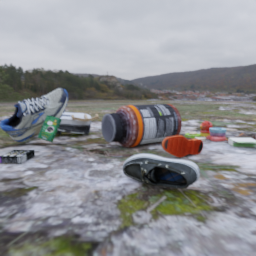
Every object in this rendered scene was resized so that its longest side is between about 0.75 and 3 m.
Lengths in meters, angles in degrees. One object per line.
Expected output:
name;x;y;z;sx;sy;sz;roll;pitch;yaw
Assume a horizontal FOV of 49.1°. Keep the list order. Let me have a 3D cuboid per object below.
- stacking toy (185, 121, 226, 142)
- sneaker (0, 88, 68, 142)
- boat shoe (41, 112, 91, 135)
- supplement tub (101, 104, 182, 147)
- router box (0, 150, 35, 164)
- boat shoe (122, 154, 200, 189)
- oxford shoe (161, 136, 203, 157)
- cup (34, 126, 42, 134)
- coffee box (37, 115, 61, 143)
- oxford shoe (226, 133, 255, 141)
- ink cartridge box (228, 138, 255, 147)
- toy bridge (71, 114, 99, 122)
stacking toy;3.209;0.118;11.700;1.434;0.669;1.584;-2;8;-18
sneaker;-3.315;-0.536;9.838;1.036;2.689;1.146;56;7;36
boat shoe;-3.141;-0.167;12.508;2.929;0.993;1.051;4;27;-11
supplement tub;0.474;-0.104;10.279;2.834;1.516;1.516;-5;9;-32
router box;-3.229;0.832;8.192;0.661;0.226;0.887;1;8;6
boat shoe;0.568;0.928;5.900;1.822;0.625;0.516;-2;15;35
oxford shoe;1.556;0.540;8.675;1.795;0.639;0.651;10;4;-41
cup;-4.262;-0.366;13.541;1.569;1.122;1.569;0;9;0
coffee box;-2.571;0.031;9.174;0.512;0.832;0.183;13;-17;15
oxford shoe;4.352;0.378;10.807;1.095;0.399;0.390;2;8;14
ink cartridge box;4.155;0.555;9.987;0.838;0.276;1.151;1;8;4
toy bridge;-1.828;-0.433;12.150;1.210;0.165;0.407;-3;31;-22
